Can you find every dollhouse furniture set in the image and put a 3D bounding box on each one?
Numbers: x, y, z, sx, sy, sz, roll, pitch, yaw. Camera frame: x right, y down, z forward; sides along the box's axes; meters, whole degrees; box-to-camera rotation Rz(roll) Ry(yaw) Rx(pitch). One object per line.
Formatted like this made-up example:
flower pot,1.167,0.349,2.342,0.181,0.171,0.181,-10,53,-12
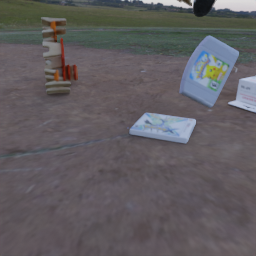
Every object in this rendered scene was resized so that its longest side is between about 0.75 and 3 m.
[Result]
dollhouse furniture set,-2.467,-2.478,10.480,1.249,2.424,2.398,-4,-8,-14

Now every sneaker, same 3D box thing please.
sneaker,2.207,-4.349,8.300,0.742,1.775,1.071,0,47,-5

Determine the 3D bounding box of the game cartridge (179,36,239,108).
game cartridge,1.294,-0.927,4.591,0.687,1.030,0.208,24,6,-9

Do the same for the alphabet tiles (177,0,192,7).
alphabet tiles,0.749,-4.338,8.243,2.526,0.080,2.102,33,19,7

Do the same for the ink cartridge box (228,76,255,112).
ink cartridge box,4.527,-1.170,9.103,2.302,0.781,1.335,-16,28,-32

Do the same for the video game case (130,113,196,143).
video game case,0.931,-0.039,7.270,1.432,0.158,1.305,9,25,20
